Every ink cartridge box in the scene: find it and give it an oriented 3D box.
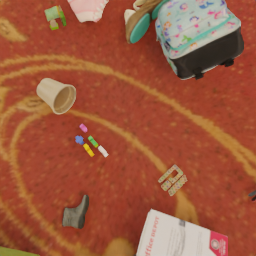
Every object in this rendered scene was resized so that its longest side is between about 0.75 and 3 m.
[{"bbox_3d":[1.283,3.220,7.023,2.121,0.884,1.541,18,46,7],"label":"ink cartridge box"}]

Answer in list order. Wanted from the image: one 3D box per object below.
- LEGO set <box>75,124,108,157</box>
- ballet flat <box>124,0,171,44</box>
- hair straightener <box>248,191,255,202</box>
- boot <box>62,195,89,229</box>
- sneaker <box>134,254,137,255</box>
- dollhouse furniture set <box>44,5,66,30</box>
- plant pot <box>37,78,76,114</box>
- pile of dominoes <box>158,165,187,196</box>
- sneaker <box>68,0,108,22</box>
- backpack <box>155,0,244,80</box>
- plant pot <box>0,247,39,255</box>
[{"bbox_3d":[-1.203,0.435,8.401,0.486,0.523,1.275,-40,76,-11],"label":"LEGO set"},{"bbox_3d":[0.492,-3.965,9.675,0.950,0.891,2.627,33,73,16],"label":"ballet flat"},{"bbox_3d":[3.859,1.698,8.025,0.976,0.200,0.375,-32,91,-1],"label":"hair straightener"},{"bbox_3d":[-1.501,2.324,7.906,0.638,0.331,0.976,9,71,9],"label":"boot"},{"bbox_3d":[0.742,4.372,6.647,0.873,1.401,2.614,-21,73,-7],"label":"sneaker"},{"bbox_3d":[-2.611,-4.021,9.891,0.595,0.456,0.908,-20,73,-6],"label":"dollhouse furniture set"},{"bbox_3d":[-2.299,-1.072,8.749,0.907,0.991,0.991,31,74,22],"label":"plant pot"},{"bbox_3d":[1.317,1.537,8.207,0.764,0.122,0.595,-43,76,-5],"label":"pile of dominoes"},{"bbox_3d":[-0.930,-4.311,9.529,2.131,0.802,1.114,-17,106,19],"label":"sneaker"},{"bbox_3d":[1.967,-2.968,8.424,2.240,1.900,2.523,-24,41,14],"label":"backpack"},{"bbox_3d":[-3.442,3.816,6.486,2.744,2.568,2.568,-1,71,-18],"label":"plant pot"}]
